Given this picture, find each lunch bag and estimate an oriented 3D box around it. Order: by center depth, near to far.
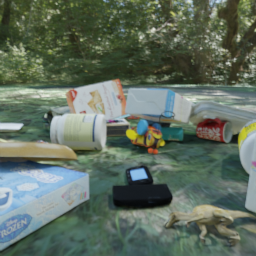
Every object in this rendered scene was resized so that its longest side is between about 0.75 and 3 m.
[{"bbox_3d":[-2.554,-0.431,12.577,1.582,1.134,1.929,-15,22,-37],"label":"lunch bag"}]

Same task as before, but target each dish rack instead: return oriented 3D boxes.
[{"bbox_3d":[3.759,-0.308,11.215,2.615,0.569,2.245,12,-13,-5],"label":"dish rack"}]

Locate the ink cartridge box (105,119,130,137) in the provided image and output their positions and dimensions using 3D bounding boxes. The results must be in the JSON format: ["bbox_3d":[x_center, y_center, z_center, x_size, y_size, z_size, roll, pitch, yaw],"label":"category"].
[{"bbox_3d":[-0.599,-0.035,12.240,1.145,0.522,1.389,-2,12,-12],"label":"ink cartridge box"}]

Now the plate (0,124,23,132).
[{"bbox_3d":[-5.475,0.002,12.779,1.144,0.185,1.142,1,13,-12],"label":"plate"}]

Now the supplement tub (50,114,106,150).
[{"bbox_3d":[-1.675,0.138,9.632,1.695,1.229,1.229,1,12,5],"label":"supplement tub"}]

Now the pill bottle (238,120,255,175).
[{"bbox_3d":[3.807,0.487,7.863,1.328,1.328,2.362,4,13,18],"label":"pill bottle"}]

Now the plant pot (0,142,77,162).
[{"bbox_3d":[-2.629,0.635,7.057,2.682,0.368,2.682,0,-9,0],"label":"plant pot"}]

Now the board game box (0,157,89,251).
[{"bbox_3d":[-2.840,1.330,5.460,2.976,0.645,2.961,7,12,30],"label":"board game box"}]

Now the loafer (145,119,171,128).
[{"bbox_3d":[1.197,-0.334,12.550,0.946,0.978,2.787,7,14,28],"label":"loafer"}]

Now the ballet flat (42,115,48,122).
[{"bbox_3d":[-4.072,-0.515,14.648,0.510,0.510,1.395,-10,15,-39],"label":"ballet flat"}]

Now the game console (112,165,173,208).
[{"bbox_3d":[0.224,1.308,6.589,1.232,0.252,2.089,-1,11,-5],"label":"game console"}]

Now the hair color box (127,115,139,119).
[{"bbox_3d":[-0.429,-0.874,15.956,1.994,0.637,1.106,0,12,-8],"label":"hair color box"}]

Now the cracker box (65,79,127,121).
[{"bbox_3d":[-1.260,-1.007,11.711,2.336,1.565,0.674,-18,2,-28],"label":"cracker box"}]

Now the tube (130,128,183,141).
[{"bbox_3d":[1.105,0.233,11.003,2.052,0.795,0.517,1,56,3],"label":"tube"}]

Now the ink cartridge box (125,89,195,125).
[{"bbox_3d":[1.358,-0.733,10.728,1.623,0.956,2.819,7,-2,34],"label":"ink cartridge box"}]

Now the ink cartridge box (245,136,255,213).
[{"bbox_3d":[3.071,0.733,5.531,1.329,1.839,0.779,-11,20,-40],"label":"ink cartridge box"}]

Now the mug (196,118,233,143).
[{"bbox_3d":[3.340,-0.003,10.982,1.204,1.069,0.803,6,24,45],"label":"mug"}]

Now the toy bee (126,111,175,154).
[{"bbox_3d":[0.648,0.319,9.537,1.462,1.214,2.233,7,-18,-5],"label":"toy bee"}]

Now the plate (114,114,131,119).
[{"bbox_3d":[-0.515,-0.481,14.680,1.447,0.185,1.447,-12,8,2],"label":"plate"}]

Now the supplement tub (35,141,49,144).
[{"bbox_3d":[-2.737,0.676,9.178,0.774,0.414,0.414,11,16,41],"label":"supplement tub"}]

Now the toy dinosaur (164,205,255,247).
[{"bbox_3d":[1.552,1.549,4.829,1.798,0.523,0.909,-1,11,-5],"label":"toy dinosaur"}]
